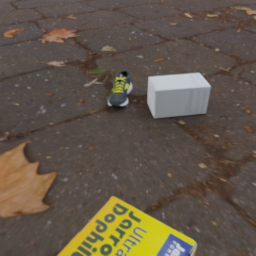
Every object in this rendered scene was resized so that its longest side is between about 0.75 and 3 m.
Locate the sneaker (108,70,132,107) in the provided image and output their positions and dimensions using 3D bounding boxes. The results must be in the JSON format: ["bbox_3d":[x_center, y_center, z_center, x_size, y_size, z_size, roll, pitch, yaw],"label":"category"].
[{"bbox_3d":[-0.410,-1.793,12.560,0.896,1.018,2.405,1,35,10],"label":"sneaker"}]

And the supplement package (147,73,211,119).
[{"bbox_3d":[2.057,-1.373,11.782,2.280,1.333,1.338,-5,37,-8],"label":"supplement package"}]

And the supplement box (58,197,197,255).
[{"bbox_3d":[-0.066,2.928,4.731,1.596,2.914,1.586,22,41,26],"label":"supplement box"}]
